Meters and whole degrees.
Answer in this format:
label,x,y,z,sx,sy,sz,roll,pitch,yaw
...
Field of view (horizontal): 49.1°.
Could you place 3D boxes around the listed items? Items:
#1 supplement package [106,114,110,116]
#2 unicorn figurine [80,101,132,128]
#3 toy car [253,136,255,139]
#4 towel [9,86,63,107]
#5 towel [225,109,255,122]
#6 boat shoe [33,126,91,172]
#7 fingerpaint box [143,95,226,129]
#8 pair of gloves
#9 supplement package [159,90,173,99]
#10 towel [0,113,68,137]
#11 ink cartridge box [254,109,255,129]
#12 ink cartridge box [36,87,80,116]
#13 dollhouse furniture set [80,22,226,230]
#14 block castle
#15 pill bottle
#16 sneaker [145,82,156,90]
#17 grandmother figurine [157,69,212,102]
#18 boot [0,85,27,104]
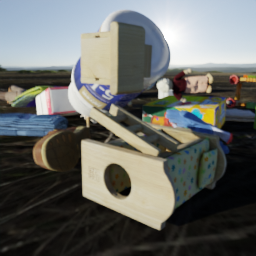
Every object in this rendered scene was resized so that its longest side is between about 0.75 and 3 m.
label,x,y,z,sx,sy,sz,roll,pitch,yaw
supplement package,-1.048,-0.999,10.839,1.203,0.925,1.258,-6,16,-35
unicorn figurine,-0.686,-0.822,9.198,0.911,2.466,1.693,17,-15,30
toy car,4.273,-0.031,6.578,2.223,2.135,2.707,2,-16,-8
towel,-3.076,-1.185,11.282,1.940,0.308,2.702,-18,-8,29
towel,3.828,-0.488,10.482,1.762,0.304,1.168,2,13,9
boat shoe,-1.418,0.409,5.827,0.740,0.789,2.191,-3,6,10
fingerpaint box,1.862,-0.412,8.822,2.060,0.906,2.469,5,15,24
pair of gloves,1.521,0.128,6.071,1.433,0.203,1.783,26,-11,21
supplement package,2.199,-1.904,15.956,0.541,0.539,0.922,-7,15,-26
towel,-3.073,-0.141,8.475,2.257,0.548,1.260,1,13,6
ink cartridge box,4.583,-0.362,8.799,1.114,0.824,0.422,-3,14,-14
ink cartridge box,-2.304,-0.886,9.989,1.503,0.875,2.076,-8,1,-30
dollhouse furniture set,0.828,-0.266,4.647,1.596,2.538,2.870,11,17,38
block castle,5.549,-1.543,12.366,1.073,1.528,2.287,-3,13,-40
pill bottle,-0.443,-1.380,7.160,1.743,1.743,2.912,-9,-14,-34
sneaker,0.629,-2.110,10.852,0.878,0.868,2.212,-20,30,40
grandmother figurine,1.236,-0.940,6.253,1.242,0.753,0.376,-2,12,-15
boot,-5.070,-1.532,13.972,1.949,0.936,2.665,6,14,-2
